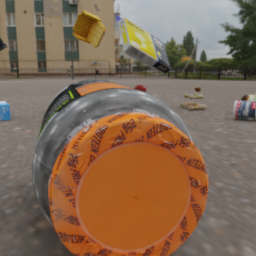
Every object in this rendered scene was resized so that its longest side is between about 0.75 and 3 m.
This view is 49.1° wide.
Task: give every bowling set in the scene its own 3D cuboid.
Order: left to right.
[{"bbox_3d":[3.177,-1.517,14.111,0.905,1.174,1.687,-5,9,-14],"label":"bowling set"}]

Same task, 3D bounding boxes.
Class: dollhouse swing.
[{"bbox_3d":[-1.799,-4.418,12.709,1.106,1.217,1.070,13,34,-31],"label":"dollhouse swing"}]

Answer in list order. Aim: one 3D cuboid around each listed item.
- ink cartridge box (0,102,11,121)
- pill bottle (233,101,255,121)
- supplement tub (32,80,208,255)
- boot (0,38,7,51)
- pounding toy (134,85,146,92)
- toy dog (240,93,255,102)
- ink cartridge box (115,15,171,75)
[{"bbox_3d":[-5.718,-0.608,10.902,1.927,0.654,1.118,-8,14,-32],"label":"ink cartridge box"},{"bbox_3d":[4.807,-0.668,10.948,1.233,0.738,0.738,6,13,27],"label":"pill bottle"},{"bbox_3d":[-0.300,0.314,3.820,1.835,1.835,2.995,-3,13,-13],"label":"supplement tub"},{"bbox_3d":[-4.430,-2.823,8.754,0.875,1.062,0.348,-26,20,9],"label":"boot"},{"bbox_3d":[-0.072,-1.393,12.933,2.046,1.230,2.651,-9,18,-37],"label":"pounding toy"},{"bbox_3d":[5.728,-0.995,12.284,1.557,1.086,1.510,10,52,33],"label":"toy dog"},{"bbox_3d":[0.637,-3.538,11.497,2.298,2.325,0.546,18,-40,-37],"label":"ink cartridge box"}]
